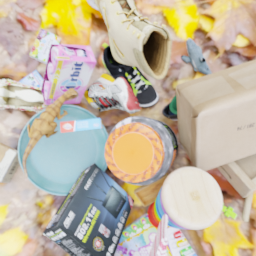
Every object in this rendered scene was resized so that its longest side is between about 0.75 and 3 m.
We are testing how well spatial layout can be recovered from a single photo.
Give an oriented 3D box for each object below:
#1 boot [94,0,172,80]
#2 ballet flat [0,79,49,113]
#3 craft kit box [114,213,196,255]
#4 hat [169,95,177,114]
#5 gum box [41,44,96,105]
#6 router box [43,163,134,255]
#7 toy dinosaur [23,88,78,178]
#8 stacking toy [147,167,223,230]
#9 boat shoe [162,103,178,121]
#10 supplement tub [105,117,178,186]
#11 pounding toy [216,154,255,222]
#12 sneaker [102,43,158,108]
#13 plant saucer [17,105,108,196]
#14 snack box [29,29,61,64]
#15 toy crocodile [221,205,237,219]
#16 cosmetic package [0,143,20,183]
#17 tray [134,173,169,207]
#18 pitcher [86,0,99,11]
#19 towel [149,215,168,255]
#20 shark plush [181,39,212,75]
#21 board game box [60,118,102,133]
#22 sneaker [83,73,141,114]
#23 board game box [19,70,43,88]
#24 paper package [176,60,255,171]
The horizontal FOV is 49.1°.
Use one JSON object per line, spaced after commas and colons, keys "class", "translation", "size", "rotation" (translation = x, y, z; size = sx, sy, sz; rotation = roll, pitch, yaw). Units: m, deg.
{"class": "boot", "translation": [0.077, -2.813, 7.119], "size": [1.084, 2.315, 2.979], "rotation": [-23, 124, -16]}
{"class": "ballet flat", "translation": [-3.663, -1.087, 9.109], "size": [2.897, 0.926, 1.096], "rotation": [3, 87, 1]}
{"class": "craft kit box", "translation": [0.641, 4.237, 8.336], "size": [2.858, 0.702, 2.894], "rotation": [-33, 80, -4]}
{"class": "hat", "translation": [1.707, -0.504, 8.223], "size": [0.751, 0.799, 0.907], "rotation": [22, 77, 46]}
{"class": "gum box", "translation": [-1.748, -1.512, 8.039], "size": [1.110, 1.955, 0.647], "rotation": [-5, 59, -30]}
{"class": "router box", "translation": [-0.941, 2.383, 7.688], "size": [1.767, 2.358, 0.733], "rotation": [45, 126, -13]}
{"class": "toy dinosaur", "translation": [-2.314, 0.019, 7.432], "size": [0.832, 1.462, 2.753], "rotation": [31, 65, -12]}
{"class": "stacking toy", "translation": [1.128, 2.011, 6.910], "size": [1.276, 2.989, 1.276], "rotation": [3, 63, -7]}
{"class": "boat shoe", "translation": [1.993, -0.867, 8.619], "size": [2.248, 0.745, 0.786], "rotation": [-25, 73, 37]}
{"class": "supplement tub", "translation": [0.432, 0.575, 7.687], "size": [1.741, 2.841, 1.741], "rotation": [0, 89, 14]}
{"class": "pounding toy", "translation": [3.680, 0.992, 8.474], "size": [2.394, 1.848, 2.600], "rotation": [-35, 64, -3]}
{"class": "sneaker", "translation": [-0.041, -1.725, 9.267], "size": [0.934, 1.078, 2.604], "rotation": [-43, 82, -8]}
{"class": "plant saucer", "translation": [-1.962, 0.682, 8.791], "size": [2.786, 0.501, 2.786], "rotation": [2, 84, -18]}
{"class": "snack box", "translation": [-2.746, -2.673, 9.295], "size": [0.713, 0.266, 1.003], "rotation": [22, 79, -17]}
{"class": "toy crocodile", "translation": [3.015, 2.566, 8.858], "size": [0.921, 0.284, 0.311], "rotation": [31, 80, 1]}
{"class": "cosmetic package", "translation": [-4.551, 0.843, 8.939], "size": [2.061, 0.733, 1.084], "rotation": [24, 80, 5]}
{"class": "tray", "translation": [0.834, 1.890, 8.526], "size": [1.206, 0.223, 0.595], "rotation": [-32, 102, 17]}
{"class": "pitcher", "translation": [-0.413, -5.182, 9.954], "size": [1.917, 1.355, 2.235], "rotation": [27, 73, -15]}
{"class": "towel", "translation": [0.527, 2.315, 5.101], "size": [0.188, 0.920, 1.257], "rotation": [17, 100, 4]}
{"class": "shark plush", "translation": [2.418, -2.202, 9.550], "size": [0.777, 0.712, 1.711], "rotation": [-20, 80, -4]}
{"class": "board game box", "translation": [-1.176, -0.056, 7.317], "size": [0.981, 1.282, 0.258], "rotation": [-6, 90, -5]}
{"class": "sneaker", "translation": [-0.535, -0.849, 8.418], "size": [1.116, 2.715, 1.057], "rotation": [-37, 117, -13]}
{"class": "board game box", "translation": [-3.357, -1.453, 9.679], "size": [0.927, 0.170, 0.701], "rotation": [-36, 81, -7]}
{"class": "paper package", "translation": [2.544, -0.253, 6.969], "size": [2.384, 2.272, 1.233], "rotation": [-18, 44, -5]}
